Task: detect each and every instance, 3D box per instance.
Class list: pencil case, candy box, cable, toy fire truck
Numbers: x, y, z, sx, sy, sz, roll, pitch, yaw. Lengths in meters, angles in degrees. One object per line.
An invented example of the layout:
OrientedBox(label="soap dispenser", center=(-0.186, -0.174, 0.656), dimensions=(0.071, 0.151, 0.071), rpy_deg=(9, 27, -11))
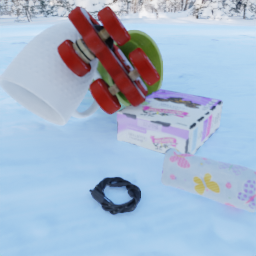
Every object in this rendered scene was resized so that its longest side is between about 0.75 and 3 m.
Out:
OrientedBox(label="pencil case", center=(1.587, 0.958, 5.392), dimensions=(1.904, 0.792, 0.864), rpy_deg=(14, 17, 27))
OrientedBox(label="candy box", center=(1.212, -0.231, 7.834), dimensions=(2.072, 0.884, 2.471), rpy_deg=(16, 29, 30))
OrientedBox(label="cable", center=(-0.181, 1.287, 5.377), dimensions=(0.857, 0.267, 1.050), rpy_deg=(-15, 26, -40))
OrientedBox(label="toy fire truck", center=(-0.440, -1.859, 7.605), dimensions=(1.627, 2.902, 2.437), rpy_deg=(-35, 12, 12))

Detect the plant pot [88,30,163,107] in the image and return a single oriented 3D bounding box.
OrientedBox(label="plant pot", center=(-0.473, -2.088, 10.455), dimensions=(2.644, 2.644, 2.510), rpy_deg=(-21, 19, -38))

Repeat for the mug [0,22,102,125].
OrientedBox(label="mug", center=(-1.865, -1.513, 8.478), dimensions=(2.162, 2.928, 2.567), rpy_deg=(9, 62, 47))
